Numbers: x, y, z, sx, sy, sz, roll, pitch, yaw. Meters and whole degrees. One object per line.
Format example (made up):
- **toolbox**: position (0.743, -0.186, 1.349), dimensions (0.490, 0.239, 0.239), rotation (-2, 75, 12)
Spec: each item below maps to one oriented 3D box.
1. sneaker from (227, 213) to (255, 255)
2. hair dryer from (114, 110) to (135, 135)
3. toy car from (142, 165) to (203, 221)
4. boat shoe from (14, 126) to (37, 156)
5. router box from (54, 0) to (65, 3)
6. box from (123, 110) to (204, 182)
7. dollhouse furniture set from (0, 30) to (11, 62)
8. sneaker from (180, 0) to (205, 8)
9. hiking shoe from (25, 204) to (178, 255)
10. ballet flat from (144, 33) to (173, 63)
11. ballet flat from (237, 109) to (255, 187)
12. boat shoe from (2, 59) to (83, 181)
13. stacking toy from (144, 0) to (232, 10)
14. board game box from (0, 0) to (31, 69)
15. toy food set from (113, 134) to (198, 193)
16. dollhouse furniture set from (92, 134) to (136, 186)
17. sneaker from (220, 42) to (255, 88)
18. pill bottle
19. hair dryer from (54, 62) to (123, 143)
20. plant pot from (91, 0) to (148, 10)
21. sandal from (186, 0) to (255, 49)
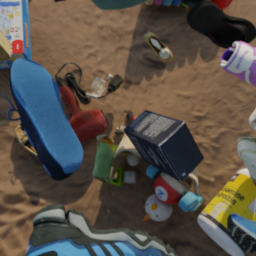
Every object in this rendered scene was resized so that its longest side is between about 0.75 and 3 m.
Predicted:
- **sneaker**: position (2.472, 1.903, 4.910), dimensions (1.479, 0.580, 0.665), rotation (26, 56, 17)
- **hair dryer**: position (0.229, -0.051, 8.077), dimensions (1.132, 0.308, 0.863), rotation (21, 74, 4)
- **toy car**: position (0.852, 1.873, 7.106), dimensions (1.369, 1.314, 1.486), rotation (42, 95, 28)
- **boat shoe**: position (-2.655, 0.413, 7.868), dimensions (1.445, 0.453, 0.530), rotation (38, 78, 10)
- **router box**: position (-1.557, -3.395, 6.014), dimensions (0.281, 0.822, 1.102), rotation (-27, 107, -27)
- **box**: position (0.648, 0.302, 5.371), dimensions (0.672, 1.288, 0.953), rotation (-42, 120, -15)
- **dollhouse furniture set**: position (-3.762, -1.924, 6.586), dimensions (1.549, 1.029, 1.358), rotation (-21, 57, 3)
- **sneaker**: position (0.928, -3.495, 5.734), dimensions (0.838, 2.224, 0.881), rotation (-24, 49, 24)
- **hiking shoe**: position (-0.381, 2.175, 4.421), dimensions (2.578, 0.959, 1.118), rotation (21, 45, -10)
- **ballet flat**: position (0.605, -1.517, 5.411), dimensions (0.766, 0.241, 0.263), rotation (37, 103, -25)
- **ballet flat**: position (2.494, 0.079, 4.676), dimensions (1.120, 2.975, 1.009), rotation (7, 38, -5)
- **boat shoe**: position (-1.796, -0.169, 5.408), dimensions (1.110, 0.905, 2.638), rotation (-2, 57, -37)
- **stacking toy**: position (1.970, -4.370, 8.890), dimensions (2.812, 1.200, 1.200), rotation (8, 75, -2)
- **board game box**: position (-4.470, -3.127, 8.690), dimensions (2.617, 0.747, 2.673), rotation (-8, 75, -3)
- **toy food set**: position (0.814, 0.759, 7.317), dimensions (2.175, 1.561, 0.657), rotation (24, 117, 3)
- **dollhouse furniture set**: position (-0.211, 0.869, 7.075), dimensions (0.816, 1.626, 1.065), rotation (-1, 72, 14)
- **sneaker**: position (2.613, -1.223, 5.625), dimensions (1.349, 2.365, 0.857), rotation (34, 107, 23)
- **pill bottle**: position (2.973, 1.897, 6.998), dimensions (1.336, 1.336, 2.385), rotation (44, 78, 11)
- **hair dryer**: position (-1.480, -0.508, 8.143), dimensions (2.133, 0.761, 2.801), rotation (16, 69, 21)
- **plant pot**: position (-0.350, -3.361, 6.018), dimensions (1.339, 1.989, 1.989), rotation (-35, 76, 20)
- **sandal**: position (2.268, -2.222, 6.579), dimensions (2.263, 0.851, 0.542), rotation (5, 55, -36)
